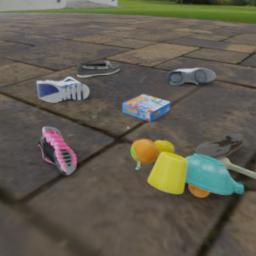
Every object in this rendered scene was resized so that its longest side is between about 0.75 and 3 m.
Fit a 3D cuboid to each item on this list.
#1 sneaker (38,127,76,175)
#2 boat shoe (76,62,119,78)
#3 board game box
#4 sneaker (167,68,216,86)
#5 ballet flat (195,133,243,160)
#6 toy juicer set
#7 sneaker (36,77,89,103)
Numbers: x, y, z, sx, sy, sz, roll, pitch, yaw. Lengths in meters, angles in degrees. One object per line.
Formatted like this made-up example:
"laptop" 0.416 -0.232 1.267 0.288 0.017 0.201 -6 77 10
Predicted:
"sneaker" -1.729 0.637 6.621 0.560 0.676 1.418 14 32 -51
"boat shoe" -1.356 -2.826 13.048 2.203 0.628 0.737 -16 32 -28
"board game box" 0.605 -0.686 9.287 1.129 0.322 1.153 21 34 34
"sneaker" 2.661 -2.243 11.876 2.025 0.754 0.882 3 23 6
"ballet flat" 2.189 0.532 6.675 1.796 0.416 0.605 -17 35 -43
"toy juicer set" 1.337 0.906 5.879 2.977 0.810 1.894 12 8 -32
"sneaker" -2.446 -1.447 10.439 1.839 0.743 1.062 -1 23 -18
